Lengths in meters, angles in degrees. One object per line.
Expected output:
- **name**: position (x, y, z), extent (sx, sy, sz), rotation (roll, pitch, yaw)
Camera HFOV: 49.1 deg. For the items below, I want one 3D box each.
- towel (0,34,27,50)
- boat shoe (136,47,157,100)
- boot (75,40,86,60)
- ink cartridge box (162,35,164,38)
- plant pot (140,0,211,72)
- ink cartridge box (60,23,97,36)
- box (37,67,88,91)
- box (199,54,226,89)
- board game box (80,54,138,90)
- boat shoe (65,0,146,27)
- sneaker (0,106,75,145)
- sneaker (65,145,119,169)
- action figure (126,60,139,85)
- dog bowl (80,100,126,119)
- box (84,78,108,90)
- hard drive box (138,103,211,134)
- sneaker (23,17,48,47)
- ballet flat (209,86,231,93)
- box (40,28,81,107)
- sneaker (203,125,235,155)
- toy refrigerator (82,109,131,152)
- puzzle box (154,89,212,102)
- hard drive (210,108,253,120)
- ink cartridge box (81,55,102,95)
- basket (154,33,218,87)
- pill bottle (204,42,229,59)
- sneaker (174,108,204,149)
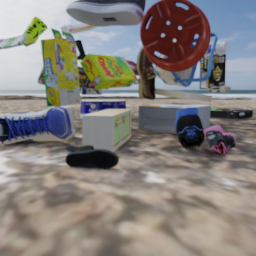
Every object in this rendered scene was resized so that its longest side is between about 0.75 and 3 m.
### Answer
- **towel**: position (-4.069, -2.812, 9.267), extent (1.291, 0.198, 0.963), rotation (-11, 33, -2)
- **boat shoe**: position (0.941, -2.370, 12.387), extent (0.856, 2.377, 0.858), rotation (20, 28, 41)
- **boot**: position (-2.315, -3.664, 13.180), extent (0.761, 0.924, 0.303), rotation (13, 46, 43)
- **ink cartridge box**: position (1.976, -4.092, 13.460), extent (0.447, 0.767, 1.061), rotation (-39, -1, 43)
- **plant pot**: position (1.276, -2.636, 7.926), extent (2.170, 2.170, 2.111), rotation (2, 14, 13)
- **ink cartridge box**: position (-2.147, -4.713, 12.900), extent (1.495, 0.441, 1.868), rotation (-21, 16, -24)
- **box**: position (-2.957, -2.347, 12.851), extent (2.009, 0.379, 1.372), rotation (10, -38, -30)
- **box**: position (4.120, -2.756, 13.581), extent (0.492, 1.593, 1.994), rotation (7, 15, 41)
- **board game box**: position (-0.688, -2.235, 11.186), extent (0.572, 1.221, 2.403), rotation (-36, -10, 32)
- **boat shoe**: position (-0.689, -3.768, 8.604), extent (2.758, 0.914, 0.964), rotation (13, -10, 32)
- **sneaker**: position (-2.953, 0.028, 8.341), extent (2.708, 1.094, 1.564), rotation (-3, 8, 36)
- **sneaker**: position (-0.801, 0.580, 6.031), extent (1.368, 0.411, 0.713), rotation (-2, 12, 13)
- **action figure**: position (0.488, -3.141, 14.689), extent (2.301, 1.542, 1.714), rotation (3, -1, -6)
- **dog bowl**: position (-1.407, -1.065, 16.035), extent (2.616, 1.030, 2.616), rotation (0, 8, 0)
- **box**: position (-1.377, -2.639, 13.804), extent (1.464, 1.475, 0.366), rotation (-5, 35, -46)
- **hard drive box**: position (1.950, -0.447, 11.523), extent (2.023, 0.997, 2.595), rotation (6, 10, 35)
- **sneaker**: position (-3.861, -3.899, 11.354), extent (0.784, 0.695, 1.876), rotation (-31, 29, 29)
- **ballet flat**: position (4.114, -1.695, 12.612), extent (1.001, 0.338, 0.312), rotation (5, 31, 47)
- **box**: position (-2.624, -2.316, 11.024), extent (0.694, 2.867, 1.682), rotation (2, 9, 19)
- **sneaker**: position (2.380, 0.419, 7.152), extent (0.534, 0.644, 1.351), rotation (-28, -34, 34)
- **toy refrigerator**: position (-0.494, 0.003, 8.254), extent (0.898, 0.974, 2.566), rotation (2, 7, 11)
- **puzzle box**: position (2.552, -1.484, 12.795), extent (2.366, 0.301, 1.574), rotation (0, 11, -44)
- **hard drive**: position (5.525, -0.823, 16.219), extent (1.840, 0.498, 2.634), rotation (-7, 11, -41)
- **ink cartridge box**: position (-1.716, -2.739, 14.751), extent (0.414, 2.035, 2.039), rotation (6, 11, 26)
- **basket**: position (2.080, -2.391, 10.092), extent (2.129, 1.877, 1.481), rotation (-1, -27, 40)
- **pill bottle**: position (3.785, -3.348, 12.015), extent (0.590, 0.590, 0.986), rotation (-7, 2, -41)
- **sneaker**: position (1.724, 0.191, 7.913), extent (0.814, 0.904, 2.320), rotation (-8, -16, 14)
